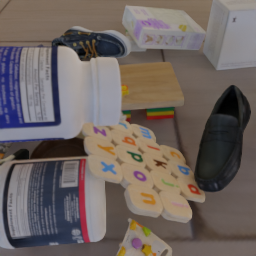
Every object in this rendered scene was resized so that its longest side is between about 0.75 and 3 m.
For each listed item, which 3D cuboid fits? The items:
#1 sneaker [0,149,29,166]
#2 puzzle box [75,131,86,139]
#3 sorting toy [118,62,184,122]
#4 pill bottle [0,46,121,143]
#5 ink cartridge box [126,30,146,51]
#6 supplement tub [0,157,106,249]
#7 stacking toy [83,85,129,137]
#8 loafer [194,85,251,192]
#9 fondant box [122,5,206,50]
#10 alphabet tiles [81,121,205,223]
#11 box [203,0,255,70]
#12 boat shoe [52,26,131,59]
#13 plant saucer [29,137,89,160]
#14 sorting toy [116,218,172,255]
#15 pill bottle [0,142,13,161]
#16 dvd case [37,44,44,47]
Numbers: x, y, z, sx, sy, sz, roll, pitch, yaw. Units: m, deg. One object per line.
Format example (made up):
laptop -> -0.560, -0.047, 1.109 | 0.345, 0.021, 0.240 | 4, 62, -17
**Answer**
sneaker -> -3.023, 1.003, 6.343 | 0.762, 0.638, 1.721 | 23, 49, 18
puzzle box -> -1.841, -0.260, 6.985 | 1.974, 1.313, 0.251 | 28, 95, 39
sorting toy -> 0.340, -1.050, 8.231 | 2.145, 0.746, 2.132 | -5, 40, -1
pill bottle -> -1.504, -0.567, 4.734 | 2.634, 1.576, 1.576 | -3, 45, -11
ink cartridge box -> 0.300, -3.413, 10.886 | 0.753, 0.454, 1.037 | -2, 43, -2
supplement tub -> -1.581, 1.377, 5.287 | 2.265, 1.589, 1.589 | -3, 45, -3
stacking toy -> -0.508, -0.353, 6.050 | 1.186, 0.894, 0.279 | -28, 57, -26
loafer -> 2.090, 0.141, 6.325 | 0.966, 0.998, 2.844 | -1, 42, 39
fondant box -> 1.327, -3.794, 10.625 | 2.623, 0.764, 1.892 | -6, 47, -22
alphabet tiles -> 0.294, 0.713, 5.772 | 2.648, 0.198, 2.707 | 18, 29, -27
box -> 3.932, -3.288, 9.600 | 2.086, 2.097, 1.371 | -6, 43, -6
boat shoe -> -1.358, -2.863, 10.037 | 2.826, 1.000, 1.283 | 19, 48, 27
plant saucer -> -1.541, 0.834, 6.674 | 1.571, 0.287, 1.571 | 1, 52, -1
sorting toy -> 0.310, 2.318, 5.215 | 0.986, 0.585, 1.095 | 28, 49, 1
pill bottle -> -2.816, 0.318, 5.879 | 0.647, 0.647, 1.112 | 32, 90, 28
dvd case -> -3.261, -1.960, 9.012 | 1.660, 0.133, 1.234 | -31, 63, -12
